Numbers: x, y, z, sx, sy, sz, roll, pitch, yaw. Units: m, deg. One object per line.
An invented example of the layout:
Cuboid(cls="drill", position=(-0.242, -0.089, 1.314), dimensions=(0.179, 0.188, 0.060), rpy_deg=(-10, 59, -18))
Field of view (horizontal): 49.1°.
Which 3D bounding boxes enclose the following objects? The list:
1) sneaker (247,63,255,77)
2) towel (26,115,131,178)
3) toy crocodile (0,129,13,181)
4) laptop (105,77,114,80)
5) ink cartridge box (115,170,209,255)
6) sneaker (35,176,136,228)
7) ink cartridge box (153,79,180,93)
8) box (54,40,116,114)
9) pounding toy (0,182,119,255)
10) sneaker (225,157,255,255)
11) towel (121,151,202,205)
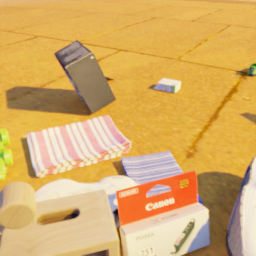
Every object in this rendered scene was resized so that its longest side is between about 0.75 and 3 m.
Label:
Cuboid(cls="sneaker", position=(6.071, -2.868, 13.304), dimensions=(0.501, 0.547, 1.284), rpy_deg=(18, 36, 27))
Cuboid(cls="towel", position=(-1.505, 0.384, 8.243), dimensions=(2.733, 0.409, 2.000), rpy_deg=(-14, 34, -21))
Cuboid(cls="toy crocodile", position=(-3.561, 0.695, 7.618), dimensions=(0.736, 0.673, 2.181), rpy_deg=(-12, 38, -19))
Cuboid(cls="laptop", position=(-1.193, -2.118, 12.586), dimensions=(0.755, 0.467, 0.806), rpy_deg=(23, 10, 31))
Cuboid(cls="ink cartridge box", position=(0.677, 1.687, 5.160), dimensions=(1.683, 1.461, 0.366), rpy_deg=(-11, 15, -17))
Cuboid(cls="sneaker", position=(-0.910, 1.666, 5.691), dimensions=(2.517, 0.942, 1.254), rpy_deg=(-8, 33, -13))
Cuboid(cls="ink cartridge box", position=(1.627, -1.795, 11.770), dimensions=(0.999, 0.336, 0.585), rpy_deg=(15, 34, 26))
Cuboid(cls="box", position=(-1.547, -1.830, 9.967), dimensions=(1.043, 2.004, 1.825), rpy_deg=(-33, 37, -8))
Cuboid(cls="pounding toy", position=(-1.351, 1.629, 4.206), dimensions=(2.253, 2.565, 1.173), rpy_deg=(-8, 33, -12))
Cuboid(cls="sneaker", position=(2.825, 1.649, 5.667), dimensions=(1.277, 1.092, 2.932), rpy_deg=(22, 38, 23))
Cuboid(cls="towel", position=(0.741, 1.281, 6.945), dimensions=(1.485, 0.245, 2.051), rpy_deg=(-7, 34, -13))
